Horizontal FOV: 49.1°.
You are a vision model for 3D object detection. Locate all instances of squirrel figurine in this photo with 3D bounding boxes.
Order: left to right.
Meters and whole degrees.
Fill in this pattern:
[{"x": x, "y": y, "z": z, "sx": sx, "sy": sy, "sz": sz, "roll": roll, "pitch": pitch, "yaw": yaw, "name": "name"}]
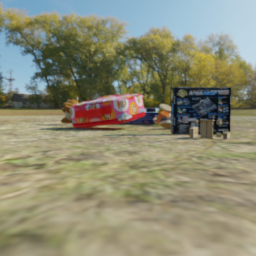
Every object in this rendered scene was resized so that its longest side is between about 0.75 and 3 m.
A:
[{"x": -2.718, "y": -0.951, "z": 14.713, "sx": 1.492, "sy": 1.056, "sz": 1.392, "roll": 9, "pitch": 35, "yaw": -9, "name": "squirrel figurine"}]

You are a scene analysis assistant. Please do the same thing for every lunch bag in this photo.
[{"x": -0.894, "y": -0.684, "z": 11.157, "sx": 2.729, "sy": 1.118, "sz": 2.404, "roll": -5, "pitch": 8, "yaw": 28, "name": "lunch bag"}]

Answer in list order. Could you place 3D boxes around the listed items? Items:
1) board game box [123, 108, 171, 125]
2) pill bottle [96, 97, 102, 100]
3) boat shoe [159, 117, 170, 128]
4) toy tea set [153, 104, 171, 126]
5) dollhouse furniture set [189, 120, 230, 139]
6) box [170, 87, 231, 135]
[{"x": 1.112, "y": -0.664, "z": 15.828, "sx": 2.845, "sy": 0.877, "sz": 2.843, "roll": 1, "pitch": 4, "yaw": 18, "name": "board game box"}, {"x": -0.863, "y": -1.204, "z": 18.126, "sx": 1.702, "sy": 1.702, "sz": 2.938, "roll": -3, "pitch": 4, "yaw": -43, "name": "pill bottle"}, {"x": 2.094, "y": -0.395, "z": 11.414, "sx": 2.152, "sy": 0.697, "sz": 0.774, "roll": -3, "pitch": -9, "yaw": -35, "name": "boat shoe"}, {"x": 2.305, "y": -0.415, "z": 14.046, "sx": 2.732, "sy": 1.011, "sz": 1.624, "roll": 2, "pitch": 31, "yaw": -28, "name": "toy tea set"}, {"x": 2.092, "y": 0.027, "z": 7.181, "sx": 0.947, "sy": 0.491, "sz": 0.419, "roll": 2, "pitch": 6, "yaw": 30, "name": "dollhouse furniture set"}, {"x": 2.188, "y": -0.511, "z": 8.460, "sx": 1.777, "sy": 1.413, "sz": 0.409, "roll": -1, "pitch": 3, "yaw": -5, "name": "box"}]
